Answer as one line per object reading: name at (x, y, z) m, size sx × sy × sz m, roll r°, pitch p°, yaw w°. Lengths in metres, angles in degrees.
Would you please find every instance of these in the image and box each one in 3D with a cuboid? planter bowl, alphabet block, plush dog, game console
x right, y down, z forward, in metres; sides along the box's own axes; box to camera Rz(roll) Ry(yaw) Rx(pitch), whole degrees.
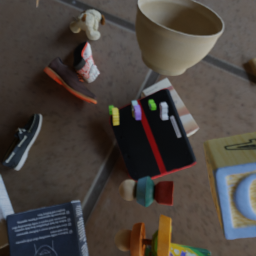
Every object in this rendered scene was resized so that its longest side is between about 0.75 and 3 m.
planter bowl at (1.250, -2.538, 7.996) m, size 2.388 × 1.607 × 2.388 m, roll 8°, pitch 47°, yaw -9°
alphabet block at (2.851, 1.228, 6.525) m, size 1.783 × 1.816 × 1.773 m, roll -9°, pitch 104°, yaw 11°
plush dog at (-1.507, -4.164, 10.785) m, size 1.272 × 1.021 × 1.093 m, roll 24°, pitch 54°, yaw 6°
game console at (0.725, 0.313, 9.332) m, size 2.367 × 0.415 × 2.676 m, roll -23°, pitch 83°, yaw 19°

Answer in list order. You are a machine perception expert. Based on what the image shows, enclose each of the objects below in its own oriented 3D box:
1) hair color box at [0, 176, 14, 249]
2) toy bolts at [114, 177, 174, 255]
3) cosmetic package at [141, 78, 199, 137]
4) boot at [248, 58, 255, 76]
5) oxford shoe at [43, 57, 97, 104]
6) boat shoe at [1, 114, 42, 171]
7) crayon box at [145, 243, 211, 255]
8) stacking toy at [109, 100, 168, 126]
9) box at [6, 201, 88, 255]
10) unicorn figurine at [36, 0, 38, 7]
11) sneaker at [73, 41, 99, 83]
hair color box at (-4.689, 2.593, 9.091) m, size 1.394 × 0.854 × 2.816 m, roll -24°, pitch 77°, yaw -6°
toy bolts at (0.344, 2.159, 6.859) m, size 1.429 × 1.967 × 2.060 m, roll 3°, pitch 67°, yaw 10°
cosmetic package at (1.421, -0.529, 9.820) m, size 1.077 × 0.909 × 2.085 m, roll -31°, pitch 78°, yaw -6°
boot at (5.147, -2.190, 10.528) m, size 0.903 × 0.341 × 1.031 m, roll -13°, pitch 76°, yaw -3°
oxford shoe at (-1.958, -1.726, 10.093) m, size 2.338 × 0.832 × 0.848 m, roll 37°, pitch 90°, yaw 8°
boat shoe at (-3.628, 0.395, 9.595) m, size 0.629 × 0.789 × 2.086 m, roll 29°, pitch 72°, yaw -35°
crayon box at (1.508, 4.370, 8.834) m, size 1.992 × 0.514 × 1.253 m, roll 8°, pitch 76°, yaw 3°
stacking toy at (0.183, -0.492, 7.171) m, size 1.300 × 1.725 × 0.405 m, roll -6°, pitch 105°, yaw -6°
box at (-2.324, 3.756, 8.498) m, size 1.996 × 1.439 × 2.689 m, roll -11°, pitch 77°, yaw -3°
unicorn figurine at (-1.990, -4.399, 7.854) m, size 0.683 × 1.849 × 1.270 m, roll 50°, pitch 47°, yaw -24°
sneaker at (-1.538, -2.437, 10.467) m, size 0.610 × 0.980 × 1.828 m, roll -25°, pitch 39°, yaw 19°
